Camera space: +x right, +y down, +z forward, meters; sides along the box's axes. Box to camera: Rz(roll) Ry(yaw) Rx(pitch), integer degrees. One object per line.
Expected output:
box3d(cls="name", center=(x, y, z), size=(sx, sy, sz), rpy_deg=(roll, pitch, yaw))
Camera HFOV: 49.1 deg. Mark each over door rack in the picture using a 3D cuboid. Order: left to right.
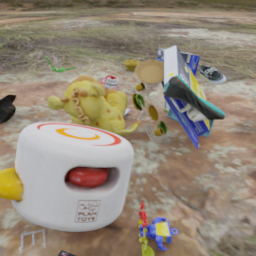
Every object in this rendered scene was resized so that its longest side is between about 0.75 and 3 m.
box3d(cls="over door rack", center=(-2.177, 2.619, 6.406), size=(0.555, 0.250, 0.751), rpy_deg=(-9, 10, -16))

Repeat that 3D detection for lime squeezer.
box3d(cls="lime squeezer", center=(-2.956, -2.616, 12.038), size=(1.463, 0.516, 0.276), rpy_deg=(12, 16, -40))

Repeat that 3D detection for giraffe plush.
box3d(cls="giraffe plush", center=(-1.270, -0.639, 9.196), size=(2.555, 2.401, 2.961), rpy_deg=(-38, 44, 1))

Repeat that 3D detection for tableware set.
box3d(cls="tableware set", center=(0.779, -0.609, 9.974), size=(0.321, 2.091, 1.409), rpy_deg=(-23, 6, 32))

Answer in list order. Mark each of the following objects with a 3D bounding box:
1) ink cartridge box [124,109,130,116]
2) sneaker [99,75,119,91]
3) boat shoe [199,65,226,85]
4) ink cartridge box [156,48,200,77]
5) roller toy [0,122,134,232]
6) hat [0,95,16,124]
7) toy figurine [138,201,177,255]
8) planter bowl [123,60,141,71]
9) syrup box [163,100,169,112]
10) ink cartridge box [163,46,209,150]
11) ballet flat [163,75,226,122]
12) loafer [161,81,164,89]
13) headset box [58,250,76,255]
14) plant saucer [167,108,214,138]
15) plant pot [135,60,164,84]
box3d(cls="ink cartridge box", center=(-0.630, -0.599, 12.174), size=(1.145, 0.248, 1.124), rpy_deg=(16, 33, 22))
box3d(cls="sneaker", center=(-1.272, -2.319, 14.557), size=(1.639, 0.878, 0.547), rpy_deg=(6, 30, 11))
box3d(cls="boat shoe", center=(2.847, -1.870, 9.586), size=(0.453, 0.419, 1.226), rpy_deg=(-34, 35, 2))
box3d(cls="ink cartridge box", center=(2.100, -2.796, 11.984), size=(1.835, 0.913, 0.360), rpy_deg=(11, 15, 4))
box3d(cls="roller toy", center=(-1.344, 1.134, 6.791), size=(2.703, 2.070, 2.963), rpy_deg=(14, 9, 17))
box3d(cls="hat", center=(-5.214, -0.638, 11.672), size=(1.727, 0.697, 1.727), rpy_deg=(-39, 3, 2))
box3d(cls="toy figurine", center=(0.726, 2.396, 6.404), size=(0.890, 0.783, 1.485), rpy_deg=(4, 30, -4))
box3d(cls="planter bowl", center=(0.251, -3.932, 17.818), size=(1.161, 0.484, 1.161), rpy_deg=(0, 29, 0))
box3d(cls="syrup box", center=(2.271, -0.861, 12.286), size=(0.592, 0.572, 1.453), rpy_deg=(-21, 36, -33))
box3d(cls="ink cartridge box", center=(2.051, -1.073, 9.659), size=(0.634, 2.666, 2.697), rpy_deg=(-22, 39, 24))
box3d(cls="ballet flat", center=(1.934, -0.713, 8.432), size=(2.311, 0.790, 0.786), rpy_deg=(32, 19, -25))
box3d(cls="loafer", center=(1.634, -1.917, 11.964), size=(0.538, 1.546, 0.581), rpy_deg=(-40, 75, -3))
box3d(cls="headset box", center=(-1.141, 3.191, 5.122), size=(1.133, 0.572, 1.524), rpy_deg=(11, 31, 19))
box3d(cls="plant saucer", center=(2.510, -0.411, 11.334), size=(0.211, 0.779, 2.229), rpy_deg=(-6, 28, -40))
box3d(cls="plant pot", center=(0.858, -1.965, 9.979), size=(1.243, 0.171, 1.243), rpy_deg=(-3, 53, 4))
